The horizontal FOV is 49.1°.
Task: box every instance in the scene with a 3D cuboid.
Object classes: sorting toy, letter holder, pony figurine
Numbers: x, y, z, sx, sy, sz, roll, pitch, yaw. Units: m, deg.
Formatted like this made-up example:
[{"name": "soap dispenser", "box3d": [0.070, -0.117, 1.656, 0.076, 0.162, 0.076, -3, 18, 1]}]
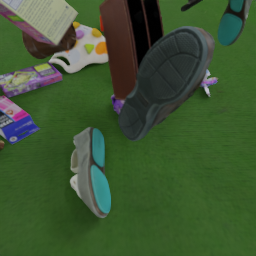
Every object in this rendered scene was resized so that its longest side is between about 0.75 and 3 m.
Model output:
[{"name": "sorting toy", "box3d": [-2.235, -3.228, 11.862, 2.375, 1.269, 2.138, 27, 67, 28]}, {"name": "letter holder", "box3d": [0.287, -1.912, 6.629, 1.205, 2.397, 1.703, -13, 12, -18]}, {"name": "pony figurine", "box3d": [2.698, -1.629, 10.148, 1.001, 0.834, 0.966, 0, 29, 24]}]

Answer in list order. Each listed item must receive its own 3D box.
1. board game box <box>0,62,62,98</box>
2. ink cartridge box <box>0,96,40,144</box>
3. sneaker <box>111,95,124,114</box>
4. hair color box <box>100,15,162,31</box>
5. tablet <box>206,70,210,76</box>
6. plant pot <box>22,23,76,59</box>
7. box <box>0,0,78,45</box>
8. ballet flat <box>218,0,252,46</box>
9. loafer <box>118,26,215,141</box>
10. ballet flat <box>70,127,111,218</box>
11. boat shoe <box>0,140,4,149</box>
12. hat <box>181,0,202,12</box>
[{"name": "board game box", "box3d": [-3.770, -1.888, 10.710, 2.146, 0.347, 1.288, -24, 42, -25]}, {"name": "ink cartridge box", "box3d": [-3.799, -0.302, 8.820, 2.061, 0.382, 0.976, 32, 50, 29]}, {"name": "sneaker", "box3d": [0.016, -0.628, 8.947, 0.855, 0.778, 1.933, -21, 41, -12]}, {"name": "hair color box", "box3d": [0.131, -5.324, 14.280, 2.809, 0.860, 1.426, 17, 43, 21]}, {"name": "tablet", "box3d": [2.089, -2.816, 11.635, 1.712, 0.180, 2.631, -11, 49, -7]}, {"name": "plant pot", "box3d": [-2.343, -2.809, 8.640, 1.228, 1.240, 1.240, 2, 38, 27]}, {"name": "box", "box3d": [-2.494, -2.978, 6.619, 0.953, 1.971, 1.734, -57, 37, -2]}, {"name": "ballet flat", "box3d": [3.240, -3.441, 8.133, 0.744, 2.336, 0.787, -37, 61, -18]}, {"name": "loafer", "box3d": [0.563, -0.625, 4.299, 0.731, 2.325, 0.835, -21, 71, -35]}, {"name": "ballet flat", "box3d": [-0.995, 1.103, 6.927, 0.888, 0.940, 2.789, -26, 39, 12]}, {"name": "boat shoe", "box3d": [-4.248, 0.591, 7.686, 1.588, 0.572, 0.536, -2, 73, -15]}, {"name": "hat", "box3d": [2.128, -4.151, 8.349, 1.486, 0.600, 1.486, -30, 10, 6]}]
